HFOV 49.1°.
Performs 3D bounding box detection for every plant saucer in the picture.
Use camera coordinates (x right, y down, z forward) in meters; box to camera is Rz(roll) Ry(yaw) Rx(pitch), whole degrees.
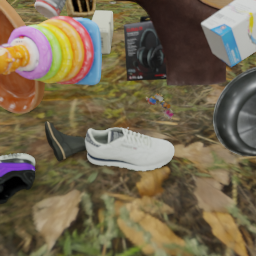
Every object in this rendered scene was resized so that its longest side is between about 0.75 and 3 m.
[{"bbox_3d":[-2.794,-1.598,6.083,2.720,2.720,0.439,24,44,25],"label":"plant saucer"}]

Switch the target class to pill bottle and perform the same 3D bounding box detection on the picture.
[{"bbox_3d":[-1.605,-2.905,6.116,0.530,0.530,0.914,21,81,22],"label":"pill bottle"}]

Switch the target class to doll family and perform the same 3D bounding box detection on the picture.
[{"bbox_3d":[0.860,-0.600,7.037,0.845,0.525,0.381,38,90,-4],"label":"doll family"}]

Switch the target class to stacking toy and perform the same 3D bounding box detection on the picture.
[{"bbox_3d":[-1.264,-1.033,3.938,1.140,1.078,1.964,7,20,19],"label":"stacking toy"}]

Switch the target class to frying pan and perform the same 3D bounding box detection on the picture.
[{"bbox_3d":[2.699,-0.044,4.677,2.633,1.593,0.429,18,19,-10],"label":"frying pan"}]

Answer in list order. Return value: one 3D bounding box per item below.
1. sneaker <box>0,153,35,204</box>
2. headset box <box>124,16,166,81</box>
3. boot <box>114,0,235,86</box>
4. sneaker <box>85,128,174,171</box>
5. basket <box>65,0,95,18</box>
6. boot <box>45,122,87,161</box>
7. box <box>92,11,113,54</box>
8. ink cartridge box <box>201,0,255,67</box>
[{"bbox_3d":[-3.372,1.334,6.688,2.276,0.791,1.132,-12,43,-14],"label":"sneaker"},{"bbox_3d":[0.586,-2.124,7.505,1.228,1.650,0.637,3,14,25],"label":"headset box"},{"bbox_3d":[0.834,-1.895,5.547,2.603,2.165,0.942,0,21,-1],"label":"boot"},{"bbox_3d":[0.063,0.494,7.525,2.427,0.977,0.927,0,39,-2],"label":"sneaker"},{"bbox_3d":[-1.345,-3.781,7.887,0.874,1.225,0.912,-13,16,-14],"label":"basket"},{"bbox_3d":[-1.808,0.286,8.175,0.957,0.536,1.383,-17,57,-25],"label":"boot"},{"bbox_3d":[-1.233,-4.553,13.192,0.915,1.099,2.675,2,43,1],"label":"box"},{"bbox_3d":[1.608,-1.416,4.030,0.800,0.579,0.589,-33,38,7],"label":"ink cartridge box"}]
